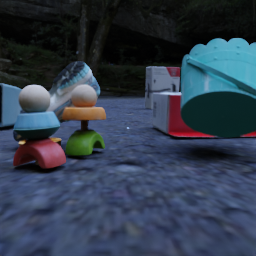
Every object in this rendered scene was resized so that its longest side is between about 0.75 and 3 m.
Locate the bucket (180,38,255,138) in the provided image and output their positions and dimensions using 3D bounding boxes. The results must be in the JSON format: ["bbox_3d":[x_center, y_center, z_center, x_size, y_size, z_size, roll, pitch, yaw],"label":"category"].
[{"bbox_3d":[1.426,-0.533,4.164,1.399,0.910,1.399,10,-29,5],"label":"bucket"}]

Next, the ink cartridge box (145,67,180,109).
[{"bbox_3d":[1.785,-2.084,14.732,1.571,2.178,0.912,-2,11,-15],"label":"ink cartridge box"}]

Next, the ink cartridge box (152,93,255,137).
[{"bbox_3d":[1.786,-0.345,6.376,2.112,0.886,1.854,-1,8,-9],"label":"ink cartridge box"}]

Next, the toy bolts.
[{"bbox_3d":[-1.103,-0.090,3.853,1.344,0.976,1.407,0,6,19],"label":"toy bolts"}]

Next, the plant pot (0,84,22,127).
[{"bbox_3d":[-3.172,-0.579,7.249,1.033,1.036,1.055,4,4,26],"label":"plant pot"}]

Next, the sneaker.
[{"bbox_3d":[-1.135,-0.285,4.625,1.672,0.722,0.649,-42,36,-2],"label":"sneaker"}]
